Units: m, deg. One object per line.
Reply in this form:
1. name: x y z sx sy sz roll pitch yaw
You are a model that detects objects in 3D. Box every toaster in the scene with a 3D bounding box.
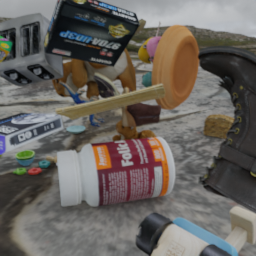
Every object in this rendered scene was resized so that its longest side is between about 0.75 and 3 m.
1. toaster: -2.480 -2.010 7.158 1.485 1.642 0.974 -7 -10 15

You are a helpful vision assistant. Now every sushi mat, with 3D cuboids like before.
1. sushi mat: -0.319 -0.539 6.112 2.295 0.139 1.098 -13 -8 4

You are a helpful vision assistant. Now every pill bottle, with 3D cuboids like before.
1. pill bottle: -0.341 1.063 6.789 2.611 1.491 1.491 -5 20 -15

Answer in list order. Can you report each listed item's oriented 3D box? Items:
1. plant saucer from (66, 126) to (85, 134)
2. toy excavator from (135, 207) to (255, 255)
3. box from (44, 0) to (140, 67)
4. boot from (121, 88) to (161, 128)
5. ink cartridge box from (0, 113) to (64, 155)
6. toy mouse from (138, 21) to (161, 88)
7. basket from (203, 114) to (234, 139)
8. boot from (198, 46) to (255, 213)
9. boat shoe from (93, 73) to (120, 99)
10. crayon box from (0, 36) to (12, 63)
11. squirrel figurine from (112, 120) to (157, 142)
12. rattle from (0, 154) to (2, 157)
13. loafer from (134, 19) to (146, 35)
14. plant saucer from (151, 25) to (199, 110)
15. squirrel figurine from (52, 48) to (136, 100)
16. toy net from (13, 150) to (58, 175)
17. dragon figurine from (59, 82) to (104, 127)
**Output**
1. plant saucer: -2.160 0.091 11.599 0.774 0.149 0.774 0 19 0
2. toy excavator: 1.190 2.109 4.389 1.235 2.473 2.405 18 70 41
3. box: -0.828 -2.108 6.213 1.753 1.393 0.403 5 55 -31
4. boot: 0.354 -0.568 7.469 1.062 1.276 0.462 -7 43 -10
5. ink cartridge box: -2.893 0.117 6.631 1.965 0.430 1.984 5 24 41
6. toy mouse: 0.790 -2.182 9.672 0.517 2.674 2.376 -2 58 -11
7. basket: 3.717 -0.135 11.141 1.223 0.873 0.911 12 23 31
8. boot: 1.541 0.036 3.953 2.244 1.953 0.777 36 15 35
9. boat shoe: -0.598 -1.019 7.877 0.512 0.461 1.423 30 -9 28
10. crayon box: -2.383 -1.275 4.754 0.471 0.231 0.793 26 -40 -38
11. squirrel figurine: 0.230 0.367 8.878 1.522 1.420 1.077 2 19 5
12. rattle: -4.582 0.721 9.280 0.756 0.540 0.492 15 41 22
13. loafer: -0.037 -3.673 10.387 1.483 0.500 0.564 -24 35 16
14. plant saucer: 1.589 -1.825 8.743 0.492 2.626 2.626 14 24 32
15. squirrel figurine: -1.361 -2.226 9.195 2.626 2.814 1.991 -15 -24 32
16. toy net: -2.477 1.011 8.632 1.944 0.375 1.020 -3 20 -10
17. dragon figurine: -1.345 -0.634 7.968 1.645 0.818 0.484 26 19 -13
